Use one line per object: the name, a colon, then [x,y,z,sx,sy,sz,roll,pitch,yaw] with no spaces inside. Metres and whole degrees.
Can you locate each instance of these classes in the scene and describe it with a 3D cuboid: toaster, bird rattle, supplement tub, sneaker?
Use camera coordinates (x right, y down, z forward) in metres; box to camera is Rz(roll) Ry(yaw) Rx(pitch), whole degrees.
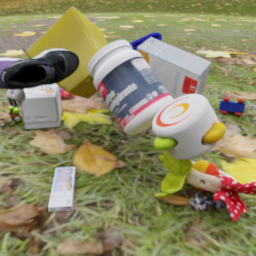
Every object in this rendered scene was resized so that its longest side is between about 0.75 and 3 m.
toaster: [-3.606,-0.994,9.011,0.436,0.767,0.495,13,55,2]
bird rattle: [2.306,1.403,8.190,2.866,1.614,2.336,7,7,18]
supplement tub: [0.058,-1.203,8.580,1.750,1.750,2.494,-27,78,-39]
sneaker: [-2.346,-1.564,7.959,1.244,1.076,2.842,17,32,39]

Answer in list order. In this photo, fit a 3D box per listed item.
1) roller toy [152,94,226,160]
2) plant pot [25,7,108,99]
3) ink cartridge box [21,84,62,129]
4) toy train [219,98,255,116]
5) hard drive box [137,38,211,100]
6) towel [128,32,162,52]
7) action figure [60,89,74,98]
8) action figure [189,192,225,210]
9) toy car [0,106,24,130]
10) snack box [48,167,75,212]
roller toy: [1.518,0.002,7.123,1.677,1.172,1.529,-27,26,20]
plant pot: [-1.809,-2.471,10.536,2.130,2.415,2.415,55,14,12]
ink cartridge box: [-3.841,-1.071,12.593,1.489,1.482,2.049,-5,30,-9]
toy train: [5.314,-1.039,13.411,1.836,0.777,1.062,8,17,14]
hard drive box: [1.532,-1.889,10.352,2.511,1.957,0.964,29,53,22]
towel: [0.377,-3.296,12.450,2.160,0.725,2.925,-25,7,1]
action figure: [-4.007,-1.812,14.888,2.296,0.593,0.751,4,35,-3]
action figure: [2.230,2.107,8.077,1.024,0.355,0.667,-4,31,-6]
toy car: [-5.126,-0.356,12.120,0.761,0.792,0.965,20,45,32]
snack box: [-2.007,1.843,8.671,0.653,0.221,1.815,-3,29,-5]
